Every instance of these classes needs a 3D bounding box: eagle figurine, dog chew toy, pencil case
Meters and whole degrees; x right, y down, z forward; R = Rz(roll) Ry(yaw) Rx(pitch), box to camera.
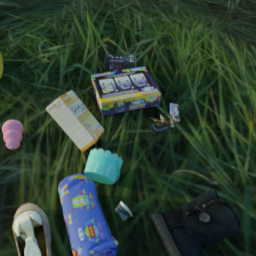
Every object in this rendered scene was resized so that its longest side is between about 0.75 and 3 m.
[{"bbox_3d":[1.307,-0.216,10.817,0.883,0.666,0.670,-23,-4,18],"label":"eagle figurine"},{"bbox_3d":[-4.169,0.279,10.129,0.723,0.723,1.161,-10,53,-10],"label":"dog chew toy"},{"bbox_3d":[-1.120,2.478,7.535,1.143,1.027,2.631,-20,47,-10],"label":"pencil case"}]

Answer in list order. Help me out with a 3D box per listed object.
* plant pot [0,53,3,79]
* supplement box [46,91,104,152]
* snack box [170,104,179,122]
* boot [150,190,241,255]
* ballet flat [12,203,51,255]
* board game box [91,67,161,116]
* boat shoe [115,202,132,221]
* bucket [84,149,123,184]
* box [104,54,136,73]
[{"bbox_3d":[-6.987,-3.222,12.819,2.245,2.245,1.980,-20,56,-20],"label":"plant pot"},{"bbox_3d":[-1.763,-0.267,9.647,0.690,1.875,1.182,-36,10,19],"label":"supplement box"},{"bbox_3d":[1.894,-0.633,11.463,0.356,0.120,0.991,3,44,3],"label":"snack box"},{"bbox_3d":[1.970,2.874,7.039,2.120,0.964,2.523,-17,45,-12],"label":"boot"},{"bbox_3d":[-2.435,2.851,7.166,0.941,0.930,2.766,-22,45,-18],"label":"ballet flat"},{"bbox_3d":[-0.145,-1.637,12.091,2.545,0.722,2.104,-11,47,-11],"label":"board game box"},{"bbox_3d":[-0.124,2.342,7.779,0.313,1.012,0.379,-39,65,-9],"label":"boat shoe"},{"bbox_3d":[-0.782,1.234,8.752,1.164,1.164,0.757,12,64,12],"label":"bucket"},{"bbox_3d":[-0.368,-2.924,13.309,1.428,0.873,0.757,3,43,2],"label":"box"}]
